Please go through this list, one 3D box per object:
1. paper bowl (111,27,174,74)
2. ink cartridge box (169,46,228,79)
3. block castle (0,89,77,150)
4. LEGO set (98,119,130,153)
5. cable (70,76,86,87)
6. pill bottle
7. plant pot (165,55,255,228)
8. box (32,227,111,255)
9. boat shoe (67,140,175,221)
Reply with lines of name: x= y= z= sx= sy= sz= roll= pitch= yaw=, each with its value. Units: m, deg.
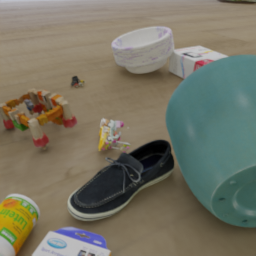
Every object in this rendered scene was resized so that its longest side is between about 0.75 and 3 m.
paper bowl: x=0.689 y=-3.309 z=12.128 sx=2.622 sy=1.364 sz=2.622 roll=-12 pitch=32 yaw=8
ink cartridge box: x=2.997 y=-2.583 z=11.611 sx=1.706 sy=0.990 sz=2.312 roll=-14 pitch=35 yaw=-22
block castle: x=-2.514 y=-0.273 z=7.822 sx=2.052 sy=0.963 sz=1.371 roll=21 pitch=45 yaw=39
LEGO set: x=-0.363 y=0.234 z=7.248 sx=0.682 sy=0.843 sz=1.834 roll=12 pitch=0 yaw=-11
cable: x=-2.099 y=-1.823 z=11.205 sx=0.539 sy=0.279 sz=1.109 roll=-30 pitch=26 yaw=-14
pill bottle: x=-2.059 y=1.769 z=4.589 sx=0.702 sy=0.702 sz=1.265 roll=7 pitch=32 yaw=11
plant pot: x=2.159 y=0.396 z=5.124 sx=2.744 sy=2.744 sz=2.202 roll=0 pitch=39 yaw=1
box: x=-1.035 y=2.308 z=4.019 sx=1.140 sy=0.397 sz=1.915 roll=11 pitch=30 yaw=17
boat shoe: x=-0.064 y=0.968 z=5.822 sx=2.682 sy=0.835 sz=1.000 roll=-23 pitch=40 yaw=-31
